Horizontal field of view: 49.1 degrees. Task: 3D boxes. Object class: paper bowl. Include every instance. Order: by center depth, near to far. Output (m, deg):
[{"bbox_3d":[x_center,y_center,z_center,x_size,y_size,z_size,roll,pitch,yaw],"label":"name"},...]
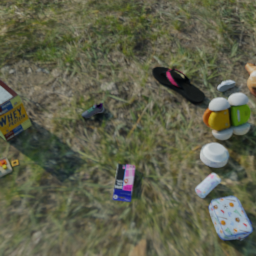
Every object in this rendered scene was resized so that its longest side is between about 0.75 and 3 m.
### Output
[{"bbox_3d":[3.167,0.941,10.239,0.977,0.508,0.977,0,37,0],"label":"paper bowl"}]

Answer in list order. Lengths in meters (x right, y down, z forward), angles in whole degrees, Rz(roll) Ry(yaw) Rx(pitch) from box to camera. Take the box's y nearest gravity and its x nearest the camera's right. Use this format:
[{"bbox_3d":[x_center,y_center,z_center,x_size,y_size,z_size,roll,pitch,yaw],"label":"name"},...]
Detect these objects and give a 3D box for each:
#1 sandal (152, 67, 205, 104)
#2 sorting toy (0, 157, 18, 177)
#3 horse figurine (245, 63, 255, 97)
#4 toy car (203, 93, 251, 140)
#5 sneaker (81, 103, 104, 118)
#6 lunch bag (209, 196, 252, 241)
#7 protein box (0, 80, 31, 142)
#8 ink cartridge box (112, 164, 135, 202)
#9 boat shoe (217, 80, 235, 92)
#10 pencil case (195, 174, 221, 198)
[{"bbox_3d":[2.312,-2.146,12.744,1.083,0.650,2.884,-36,59,-25],"label":"sandal"},{"bbox_3d":[-4.639,1.424,10.173,1.250,0.170,0.704,-27,56,-21],"label":"sorting toy"},{"bbox_3d":[6.079,-2.194,12.753,1.672,0.630,2.523,11,57,24],"label":"horse figurine"},{"bbox_3d":[3.853,-0.501,11.092,1.836,1.606,1.376,-15,16,-11],"label":"toy car"},{"bbox_3d":[-1.511,-0.777,11.773,1.023,0.448,0.381,-25,55,-19],"label":"sneaker"},{"bbox_3d":[3.224,2.859,8.815,1.071,0.505,1.337,-7,50,-8],"label":"lunch bag"},{"bbox_3d":[-4.990,-0.787,10.927,1.775,1.763,1.198,36,59,25],"label":"protein box"},{"bbox_3d":[-0.143,1.893,9.772,0.629,0.246,1.328,6,54,5],"label":"ink cartridge box"},{"bbox_3d":[4.420,-1.933,12.813,1.033,0.380,0.345,-15,40,-26],"label":"boat shoe"},{"bbox_3d":[2.739,1.978,9.575,0.952,0.396,0.432,-33,39,-23],"label":"pencil case"}]
